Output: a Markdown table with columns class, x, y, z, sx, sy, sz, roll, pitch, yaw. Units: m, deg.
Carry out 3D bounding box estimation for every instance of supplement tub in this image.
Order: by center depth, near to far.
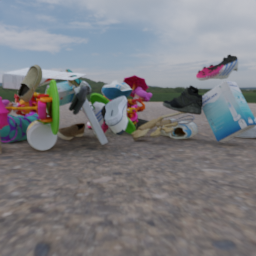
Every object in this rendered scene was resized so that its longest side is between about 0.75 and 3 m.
| class | x | y | z | sx | sy | sz | roll | pitch | yaw |
| --- | --- | --- | --- | --- | --- | --- | --- | --- | --- |
| supplement tub | -2.934 | 0.240 | 9.514 | 0.956 | 0.956 | 1.315 | -3 | 7 | -20 |

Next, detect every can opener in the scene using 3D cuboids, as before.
| class | x | y | z | sx | sy | sz | roll | pitch | yaw |
| --- | --- | --- | --- | --- | --- | --- | --- | --- | --- |
| can opener | -1.531 | -0.849 | 8.497 | 0.469 | 0.374 | 1.404 | -43 | -4 | -45 |

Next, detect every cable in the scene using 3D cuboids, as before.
| class | x | y | z | sx | sy | sz | roll | pitch | yaw |
| --- | --- | --- | --- | --- | --- | --- | --- | --- | --- |
| cable | 5.402 | -0.031 | 12.291 | 2.027 | 0.702 | 2.026 | 0 | 7 | 10 |

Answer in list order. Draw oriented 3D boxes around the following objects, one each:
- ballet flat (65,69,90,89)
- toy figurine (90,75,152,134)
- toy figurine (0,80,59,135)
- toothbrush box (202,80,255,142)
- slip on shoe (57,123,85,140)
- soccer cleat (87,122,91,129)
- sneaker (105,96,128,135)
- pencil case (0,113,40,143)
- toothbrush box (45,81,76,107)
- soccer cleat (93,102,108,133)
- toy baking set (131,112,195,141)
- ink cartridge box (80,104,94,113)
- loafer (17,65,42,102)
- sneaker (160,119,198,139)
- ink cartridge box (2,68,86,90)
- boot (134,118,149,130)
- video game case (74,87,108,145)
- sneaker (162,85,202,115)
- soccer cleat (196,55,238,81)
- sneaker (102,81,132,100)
| class | x | y | z | sx | sy | sz | roll | pitch | yaw |
| --- | --- | --- | --- | --- | --- | --- | --- | --- | --- |
| ballet flat | -2.165 | -1.838 | 11.537 | 0.563 | 0.563 | 1.594 | 4 | -16 | 29 |
| toy figurine | 0.085 | -1.369 | 13.398 | 2.848 | 2.138 | 2.622 | 32 | 64 | 31 |
| toy figurine | -3.232 | -0.638 | 8.287 | 2.029 | 1.655 | 2.205 | -3 | 18 | -23 |
| toothbrush box | 3.583 | -0.598 | 10.209 | 0.780 | 1.829 | 1.339 | -3 | -26 | -43 |
| slip on shoe | -2.310 | 0.099 | 11.583 | 0.634 | 0.505 | 1.667 | 38 | 17 | 20 |
| soccer cleat | -1.750 | -0.517 | 15.133 | 0.791 | 0.977 | 2.264 | 0 | 8 | 4 |
| sneaker | -0.360 | -0.426 | 9.445 | 0.758 | 0.735 | 2.075 | -17 | 25 | 16 |
| pencil case | -4.302 | -0.114 | 11.498 | 1.053 | 1.144 | 2.475 | 1 | 7 | 13 |
| toothbrush box | -2.886 | -1.398 | 11.811 | 0.525 | 0.901 | 1.230 | 44 | 38 | 17 |
| soccer cleat | -1.164 | -0.449 | 11.846 | 0.664 | 1.538 | 0.537 | 24 | 47 | 22 |
| toy baking set | 1.481 | -0.098 | 11.340 | 2.796 | 0.325 | 2.146 | -31 | 19 | -32 |
| ink cartridge box | -1.636 | -0.898 | 17.069 | 2.008 | 0.436 | 1.989 | 1 | -20 | 26 |
| loafer | -2.836 | -1.285 | 8.066 | 0.432 | 1.141 | 0.389 | 24 | 7 | 11 |
| sneaker | 1.897 | 0.064 | 11.763 | 0.784 | 0.743 | 1.941 | -22 | 15 | -40 |
| ink cartridge box | -2.896 | -1.698 | 10.021 | 2.365 | 0.675 | 1.923 | 11 | 18 | 4 |
| boot | 0.056 | -0.284 | 14.572 | 1.544 | 0.865 | 2.232 | -1 | 19 | -41 |
| video game case | -1.463 | -0.486 | 10.573 | 0.260 | 2.067 | 2.886 | -27 | 8 | -8 |
| sneaker | 2.099 | -1.081 | 10.660 | 0.672 | 1.007 | 1.757 | 11 | 0 | -38 |
| soccer cleat | 2.979 | -1.801 | 9.202 | 1.575 | 0.680 | 0.550 | -27 | 33 | -8 |
| sneaker | -0.613 | -1.726 | 12.582 | 0.729 | 0.691 | 1.806 | 48 | 28 | 22 |
